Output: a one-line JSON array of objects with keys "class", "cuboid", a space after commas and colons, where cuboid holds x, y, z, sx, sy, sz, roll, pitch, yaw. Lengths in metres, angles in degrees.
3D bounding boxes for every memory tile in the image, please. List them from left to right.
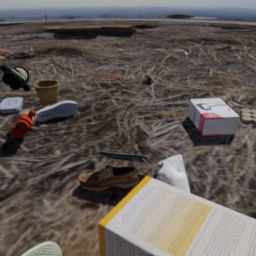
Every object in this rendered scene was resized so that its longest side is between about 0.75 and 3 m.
[{"class": "memory tile", "cuboid": [5.359, -0.422, 11.203, 1.598, 0.134, 1.225, 8, 28, 14]}]

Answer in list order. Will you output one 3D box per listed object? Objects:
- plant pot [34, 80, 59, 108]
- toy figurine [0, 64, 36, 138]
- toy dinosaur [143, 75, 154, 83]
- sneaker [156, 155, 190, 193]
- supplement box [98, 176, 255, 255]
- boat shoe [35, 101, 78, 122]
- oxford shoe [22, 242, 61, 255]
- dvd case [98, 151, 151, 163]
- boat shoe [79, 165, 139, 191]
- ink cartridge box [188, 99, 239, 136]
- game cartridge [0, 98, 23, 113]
[{"class": "plant pot", "cuboid": [-3.450, -1.392, 12.039, 1.013, 1.087, 1.013, 1, 28, 0]}, {"class": "toy figurine", "cuboid": [-4.484, -0.856, 9.540, 2.475, 2.514, 1.749, -8, 19, -10]}, {"class": "toy dinosaur", "cuboid": [1.161, -2.635, 15.254, 0.592, 0.446, 0.873, 12, 4, -11]}, {"class": "sneaker", "cuboid": [1.110, 1.412, 7.219, 0.843, 0.717, 1.904, -12, 22, 8]}, {"class": "supplement box", "cuboid": [1.069, 2.175, 5.149, 2.796, 1.028, 1.762, 18, 32, 31]}, {"class": "boat shoe", "cuboid": [-2.913, -0.741, 11.305, 1.759, 0.633, 0.546, -16, 30, -23]}, {"class": "oxford shoe", "cuboid": [-1.898, 2.660, 4.730, 0.551, 0.717, 1.907, -27, 7, 37]}, {"class": "dvd case", "cuboid": [-0.063, 0.804, 7.702, 1.290, 0.103, 0.959, 5, -12, 13]}, {"class": "boat shoe", "cuboid": [-0.502, 1.257, 7.432, 1.581, 0.584, 0.598, -3, 27, -6]}, {"class": "ink cartridge box", "cuboid": [3.150, -0.456, 10.589, 1.280, 0.746, 1.768, -3, 27, -5]}, {"class": "game cartridge", "cuboid": [-5.093, -0.983, 12.190, 0.869, 0.264, 1.303, -3, 27, -13]}]
